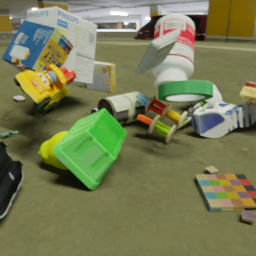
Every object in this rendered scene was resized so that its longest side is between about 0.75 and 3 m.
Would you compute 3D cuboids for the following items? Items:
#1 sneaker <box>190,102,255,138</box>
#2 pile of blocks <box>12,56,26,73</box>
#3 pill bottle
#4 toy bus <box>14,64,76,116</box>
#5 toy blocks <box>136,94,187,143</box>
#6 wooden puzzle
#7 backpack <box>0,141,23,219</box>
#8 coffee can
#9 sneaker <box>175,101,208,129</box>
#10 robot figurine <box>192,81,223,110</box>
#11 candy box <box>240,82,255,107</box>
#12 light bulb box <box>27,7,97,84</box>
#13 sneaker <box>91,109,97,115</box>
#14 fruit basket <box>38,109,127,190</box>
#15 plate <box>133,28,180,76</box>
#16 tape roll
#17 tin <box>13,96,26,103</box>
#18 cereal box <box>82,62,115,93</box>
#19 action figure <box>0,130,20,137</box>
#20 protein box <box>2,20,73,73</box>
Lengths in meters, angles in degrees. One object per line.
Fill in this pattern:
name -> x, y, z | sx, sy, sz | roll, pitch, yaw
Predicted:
sneaker -> 3.806, -0.410, 11.919 | 2.829, 1.143, 1.634 | -11, 14, -17
pile of blocks -> -3.459, -2.038, 9.037 | 0.234, 0.754, 0.310 | -5, 59, 10
pill bottle -> 1.758, -2.817, 11.019 | 1.623, 2.892, 1.623 | 6, -20, 2
toy bus -> -2.558, -1.450, 9.239 | 1.805, 1.276, 1.880 | -37, -2, -8
toy blocks -> 1.023, -0.539, 11.259 | 2.199, 0.798, 1.833 | 30, 44, 16
wooden puzzle -> 2.765, 1.762, 7.718 | 1.480, 0.175, 2.496 | -1, 23, -2
backpack -> -3.587, 1.373, 6.731 | 1.455, 1.715, 1.932 | -24, 28, 6
coffee can -> -0.259, -0.813, 12.330 | 1.784, 1.306, 1.306 | -17, 28, -34
sneaker -> 2.868, -0.436, 12.270 | 1.933, 0.782, 0.714 | -33, 25, -21
robot figurine -> 3.824, -1.485, 13.846 | 2.060, 1.372, 2.430 | 19, 24, 0
candy box -> 5.777, -0.939, 11.726 | 1.411, 0.676, 2.444 | 25, -7, 43
light bulb box -> -3.140, -3.722, 13.329 | 1.856, 2.974, 2.948 | 9, 7, 30
sneaker -> -1.240, -0.761, 13.407 | 1.107, 0.426, 0.471 | 15, 23, 31
fruit basket -> -1.511, 0.732, 8.815 | 2.658, 1.917, 2.658 | -42, 10, 9
plate -> 0.809, -1.976, 7.513 | 1.273, 1.276, 0.206 | -35, 77, -36
tape roll -> 1.882, -1.178, 9.248 | 1.796, 0.432, 1.796 | 0, -4, 0
tin -> -6.105, -1.614, 15.723 | 0.525, 0.196, 0.937 | -15, 26, -40
cereal box -> -1.884, -3.230, 17.545 | 2.401, 1.727, 0.474 | 16, 27, 31
action figure -> -4.784, 0.217, 11.369 | 0.768, 0.210, 0.453 | -14, 23, -37
protein box -> -3.430, -2.889, 10.676 | 1.779, 1.766, 1.200 | 22, -9, 27
